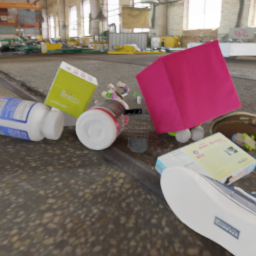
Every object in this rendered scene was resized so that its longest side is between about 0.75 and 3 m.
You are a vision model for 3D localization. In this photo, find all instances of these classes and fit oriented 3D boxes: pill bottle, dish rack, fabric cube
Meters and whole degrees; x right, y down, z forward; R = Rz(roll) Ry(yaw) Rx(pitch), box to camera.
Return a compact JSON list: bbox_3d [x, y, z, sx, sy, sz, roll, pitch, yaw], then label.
[{"bbox_3d":[-0.749,-0.278,9.853,1.341,1.341,2.422,5,21,14],"label":"pill bottle"},{"bbox_3d":[0.239,0.078,8.506,0.357,1.308,1.003,4,-1,-34],"label":"dish rack"},{"bbox_3d":[1.957,-1.301,9.723,2.306,2.343,2.351,-22,2,-18],"label":"fabric cube"},{"bbox_3d":[-3.547,-0.278,9.769,2.390,1.339,1.339,11,21,5],"label":"pill bottle"}]

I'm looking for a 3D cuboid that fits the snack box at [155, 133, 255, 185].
[{"bbox_3d":[1.951,0.920,6.967,2.236,0.415,1.299,-18,44,-29],"label":"snack box"}]

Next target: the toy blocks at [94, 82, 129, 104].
[{"bbox_3d":[-0.508,-1.206,12.851,1.423,1.197,1.329,-53,33,-11],"label":"toy blocks"}]

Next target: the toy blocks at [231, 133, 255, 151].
[{"bbox_3d":[3.664,0.399,9.055,0.895,0.447,0.612,28,-8,-38],"label":"toy blocks"}]

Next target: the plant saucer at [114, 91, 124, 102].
[{"bbox_3d":[-0.479,-1.402,13.003,0.773,0.773,0.114,18,49,42],"label":"plant saucer"}]

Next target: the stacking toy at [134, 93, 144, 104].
[{"bbox_3d":[1.006,-1.631,15.280,1.197,0.373,1.587,-1,17,-9],"label":"stacking toy"}]

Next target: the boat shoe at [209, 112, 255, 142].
[{"bbox_3d":[4.218,0.066,9.478,2.778,1.026,1.028,-3,27,-6],"label":"boat shoe"}]

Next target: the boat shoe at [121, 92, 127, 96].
[{"bbox_3d":[-0.286,-2.037,16.558,0.263,0.217,0.767,10,22,25],"label":"boat shoe"}]

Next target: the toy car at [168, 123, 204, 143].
[{"bbox_3d":[2.034,-0.087,9.917,1.283,0.962,1.122,-6,21,-16],"label":"toy car"}]

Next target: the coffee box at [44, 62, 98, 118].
[{"bbox_3d":[-2.053,-1.361,10.163,1.411,1.413,1.397,24,15,-17],"label":"coffee box"}]

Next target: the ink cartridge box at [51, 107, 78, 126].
[{"bbox_3d":[-2.599,-0.647,11.903,1.204,0.701,1.654,-3,22,-9],"label":"ink cartridge box"}]

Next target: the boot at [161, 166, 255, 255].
[{"bbox_3d":[2.004,1.573,5.420,1.307,1.052,2.893,-6,27,-37],"label":"boot"}]
